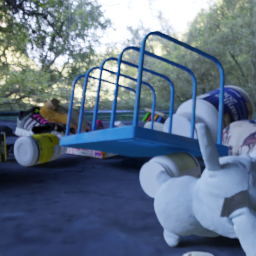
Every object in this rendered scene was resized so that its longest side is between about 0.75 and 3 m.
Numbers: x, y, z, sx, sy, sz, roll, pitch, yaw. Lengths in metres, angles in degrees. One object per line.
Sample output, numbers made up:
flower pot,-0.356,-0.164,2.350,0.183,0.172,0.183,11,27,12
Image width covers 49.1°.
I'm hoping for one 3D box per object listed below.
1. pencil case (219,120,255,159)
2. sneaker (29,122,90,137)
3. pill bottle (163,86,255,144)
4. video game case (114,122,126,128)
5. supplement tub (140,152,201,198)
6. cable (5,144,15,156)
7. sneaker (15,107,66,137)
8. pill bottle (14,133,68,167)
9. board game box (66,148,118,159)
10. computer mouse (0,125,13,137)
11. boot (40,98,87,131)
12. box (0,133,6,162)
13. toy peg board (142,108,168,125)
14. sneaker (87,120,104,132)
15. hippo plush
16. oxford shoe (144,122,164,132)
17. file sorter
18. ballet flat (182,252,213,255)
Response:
pencil case,2.584,0.454,4.796,1.238,1.077,2.768,-20,6,-2
sneaker,-2.074,0.189,8.526,1.822,0.689,0.799,-8,-35,-10
pill bottle,2.151,-0.199,7.463,2.507,1.391,1.391,-23,18,-37
video game case,0.023,0.172,9.237,1.105,0.127,1.007,36,-11,-12
supplement tub,0.662,0.726,4.371,0.633,0.633,0.873,5,7,43
cable,-3.626,0.569,7.827,1.264,0.321,1.032,0,5,7
sneaker,-3.578,-0.234,11.290,2.842,1.243,1.048,3,7,37
pill bottle,-2.032,0.481,6.714,0.681,0.681,1.212,3,6,27
board game box,-0.668,0.470,8.164,1.442,0.441,1.903,4,6,35
computer mouse,-5.874,0.047,12.744,0.807,0.468,2.751,-5,7,-36
boot,-1.951,-0.283,8.428,1.396,0.491,0.999,40,-35,-14
box,-3.914,0.499,6.565,1.909,0.719,0.478,-4,5,-24
toy peg board,1.396,-0.214,13.252,1.273,0.625,1.278,24,-14,47
sneaker,-1.928,0.132,9.918,2.165,0.808,0.873,-1,5,-8
hippo plush,0.832,0.834,2.584,1.503,1.197,1.208,10,-31,-37
oxford shoe,1.447,0.358,8.748,2.238,0.841,0.646,12,51,27
file sorter,0.198,-0.398,5.757,2.060,1.821,2.968,13,-12,-32
ballet flat,0.475,1.061,1.752,0.490,0.450,1.427,1,5,15
